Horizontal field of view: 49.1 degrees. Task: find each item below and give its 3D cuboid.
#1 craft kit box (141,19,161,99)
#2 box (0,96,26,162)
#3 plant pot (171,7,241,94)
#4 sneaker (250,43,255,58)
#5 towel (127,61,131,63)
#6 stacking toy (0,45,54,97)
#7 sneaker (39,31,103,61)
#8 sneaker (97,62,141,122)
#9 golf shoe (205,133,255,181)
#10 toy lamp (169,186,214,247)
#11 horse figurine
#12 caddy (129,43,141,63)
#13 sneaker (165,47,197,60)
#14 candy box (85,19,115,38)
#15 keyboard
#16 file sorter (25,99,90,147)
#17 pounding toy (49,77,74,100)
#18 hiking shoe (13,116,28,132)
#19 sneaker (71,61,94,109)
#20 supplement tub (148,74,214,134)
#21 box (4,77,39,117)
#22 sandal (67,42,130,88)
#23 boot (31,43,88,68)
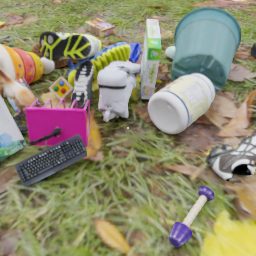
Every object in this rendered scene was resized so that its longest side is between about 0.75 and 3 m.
[{"bbox_3d":[0.762,-2.443,9.936,0.501,2.039,2.065,2,45,0],"label":"craft kit box"},{"bbox_3d":[-3.999,0.358,7.167,2.307,1.665,0.419,-37,34,-31],"label":"box"},{"bbox_3d":[2.743,-2.632,10.344,2.560,2.560,2.508,12,51,13],"label":"plant pot"},{"bbox_3d":[6.184,-3.164,12.053,0.881,0.820,2.040,-3,42,-6],"label":"sneaker"},{"bbox_3d":[-0.357,-2.638,11.700,0.933,0.191,1.275,-28,48,-25],"label":"towel"},{"bbox_3d":[-3.926,-2.339,10.682,1.909,1.909,2.612,28,33,29],"label":"stacking toy"},{"bbox_3d":[-2.145,-2.919,10.191,2.796,1.054,1.068,18,22,32],"label":"sneaker"},{"bbox_3d":[-0.303,-1.291,9.472,1.041,1.592,2.770,12,25,13],"label":"sneaker"},{"bbox_3d":[3.226,0.814,7.541,2.162,0.841,1.022,-18,53,-9],"label":"golf shoe"},{"bbox_3d":[1.449,1.987,6.343,0.467,0.467,1.605,26,48,27],"label":"toy lamp"},{"bbox_3d":[-3.510,-0.973,8.564,2.344,1.553,0.585,43,50,-1],"label":"horse figurine"},{"bbox_3d":[0.277,-3.241,12.071,0.447,0.602,0.852,18,83,32],"label":"caddy"},{"bbox_3d":[2.963,-3.722,12.125,2.605,1.537,0.959,4,42,6],"label":"sneaker"},{"bbox_3d":[-1.478,-5.295,14.800,0.881,0.426,1.511,-28,47,-28],"label":"candy box"},{"bbox_3d":[-2.108,0.641,7.461,1.842,0.190,1.171,-27,69,-15],"label":"keyboard"},{"bbox_3d":[-1.988,-0.217,8.325,1.661,1.154,1.042,2,28,1],"label":"file sorter"},{"bbox_3d":[-2.120,-1.421,9.895,0.964,0.847,0.441,-44,5,2],"label":"pounding toy"},{"bbox_3d":[-3.466,-0.151,8.709,0.902,0.454,0.342,15,1,23],"label":"hiking shoe"},{"bbox_3d":[-1.505,-1.423,9.659,0.596,0.811,1.792,5,72,11],"label":"sneaker"},{"bbox_3d":[1.725,-0.816,8.869,1.398,1.398,1.928,31,49,31],"label":"supplement tub"},{"bbox_3d":[-3.558,-1.027,9.307,0.765,0.211,1.120,-31,89,-5],"label":"box"},{"bbox_3d":[-1.213,-2.653,10.823,2.845,1.131,1.239,-28,59,-18],"label":"sandal"},{"bbox_3d":[-2.619,-3.370,12.268,2.985,1.120,1.601,-4,24,0],"label":"boot"}]
